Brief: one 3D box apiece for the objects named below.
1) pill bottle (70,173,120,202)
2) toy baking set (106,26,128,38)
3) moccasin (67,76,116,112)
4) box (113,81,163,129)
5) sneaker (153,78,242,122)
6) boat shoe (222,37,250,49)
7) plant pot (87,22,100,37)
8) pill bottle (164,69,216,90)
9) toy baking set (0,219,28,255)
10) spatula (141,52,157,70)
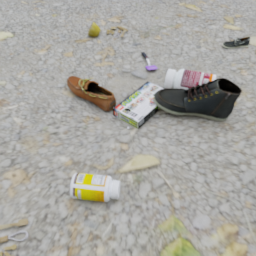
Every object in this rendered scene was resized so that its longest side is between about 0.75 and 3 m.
[{"bbox_3d":[-0.925,1.719,8.038,1.351,0.738,0.738,5,45,5],"label":"pill bottle"},{"bbox_3d":[-0.572,-5.317,15.575,1.432,0.167,1.099,30,56,32],"label":"toy baking set"},{"bbox_3d":[-1.515,-1.538,11.150,0.899,0.949,2.459,-31,52,-34],"label":"moccasin"},{"bbox_3d":[0.593,-0.952,10.982,1.243,0.392,2.258,30,52,27],"label":"box"},{"bbox_3d":[2.465,-1.256,10.191,2.948,1.566,1.102,10,55,1],"label":"sneaker"},{"bbox_3d":[5.575,-4.426,14.449,1.446,0.489,0.519,-7,47,-5],"label":"boat shoe"},{"bbox_3d":[-1.815,-5.276,15.207,0.537,0.756,0.756,22,42,-17],"label":"plant pot"},{"bbox_3d":[2.501,-1.803,11.389,1.914,1.048,1.048,14,46,14],"label":"pill bottle"},{"bbox_3d":[-3.233,2.956,7.224,1.104,0.167,1.438,11,46,7],"label":"toy baking set"},{"bbox_3d":[0.944,-3.207,13.419,0.511,0.186,1.807,-8,45,-10],"label":"spatula"}]
